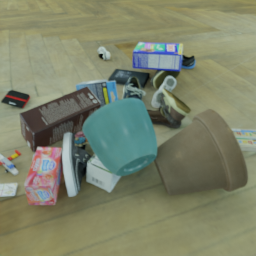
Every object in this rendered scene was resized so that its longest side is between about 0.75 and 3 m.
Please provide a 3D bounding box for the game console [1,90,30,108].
[{"bbox_3d":[-5.120,-1.313,12.802,1.046,0.162,0.925,14,48,-1],"label":"game console"}]

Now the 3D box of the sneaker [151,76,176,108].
[{"bbox_3d":[1.613,-1.525,12.996,0.684,0.873,1.757,36,68,2],"label":"sneaker"}]

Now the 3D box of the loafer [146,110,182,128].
[{"bbox_3d":[1.313,-0.543,11.591,1.882,0.668,0.687,11,38,14],"label":"loafer"}]

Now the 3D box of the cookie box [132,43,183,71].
[{"bbox_3d":[1.562,-3.701,14.375,2.385,0.896,2.040,6,31,9],"label":"cookie box"}]

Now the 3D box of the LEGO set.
[{"bbox_3d":[-3.697,1.349,9.084,2.534,0.622,1.893,-2,36,-8],"label":"LEGO set"}]

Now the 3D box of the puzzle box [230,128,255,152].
[{"bbox_3d":[4.811,0.462,10.602,1.716,0.218,1.141,3,36,3],"label":"puzzle box"}]

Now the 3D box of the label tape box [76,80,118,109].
[{"bbox_3d":[-1.167,-1.300,11.699,1.821,1.305,0.602,-2,19,22],"label":"label tape box"}]

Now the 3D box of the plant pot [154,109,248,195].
[{"bbox_3d":[1.939,0.945,8.419,2.184,2.504,2.504,-21,38,0],"label":"plant pot"}]

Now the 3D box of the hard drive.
[{"bbox_3d":[0.068,-2.617,14.701,1.902,0.313,1.327,10,38,13],"label":"hard drive"}]

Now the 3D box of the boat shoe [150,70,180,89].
[{"bbox_3d":[1.808,-2.668,14.388,0.830,0.903,2.526,13,37,36],"label":"boat shoe"}]

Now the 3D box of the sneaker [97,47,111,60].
[{"bbox_3d":[-1.621,-4.560,17.166,0.612,0.528,1.396,-21,41,-26],"label":"sneaker"}]

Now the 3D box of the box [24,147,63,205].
[{"bbox_3d":[-2.511,1.438,8.553,0.793,0.860,1.676,2,35,-4],"label":"box"}]

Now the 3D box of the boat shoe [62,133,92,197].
[{"bbox_3d":[-1.624,1.069,9.259,0.948,1.001,2.863,-7,30,-8],"label":"boat shoe"}]

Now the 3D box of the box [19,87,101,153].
[{"bbox_3d":[-2.475,-0.336,10.347,2.765,1.385,1.036,-30,71,-32],"label":"box"}]

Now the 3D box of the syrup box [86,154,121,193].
[{"bbox_3d":[-0.412,0.933,9.334,0.893,0.924,2.269,22,40,16],"label":"syrup box"}]

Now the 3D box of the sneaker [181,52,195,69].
[{"bbox_3d":[2.765,-3.961,16.026,2.188,0.906,0.776,10,36,14],"label":"sneaker"}]

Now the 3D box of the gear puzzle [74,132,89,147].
[{"bbox_3d":[-1.028,0.212,9.433,1.602,0.210,0.830,-11,30,-2],"label":"gear puzzle"}]

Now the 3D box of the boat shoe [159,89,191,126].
[{"bbox_3d":[1.603,-0.840,10.889,1.014,0.898,2.770,35,12,-10],"label":"boat shoe"}]

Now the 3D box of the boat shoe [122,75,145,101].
[{"bbox_3d":[0.269,-1.556,12.770,0.948,0.783,2.533,17,35,-10],"label":"boat shoe"}]

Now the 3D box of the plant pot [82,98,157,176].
[{"bbox_3d":[-0.087,0.392,7.914,1.974,1.974,1.584,-17,66,-22],"label":"plant pot"}]
